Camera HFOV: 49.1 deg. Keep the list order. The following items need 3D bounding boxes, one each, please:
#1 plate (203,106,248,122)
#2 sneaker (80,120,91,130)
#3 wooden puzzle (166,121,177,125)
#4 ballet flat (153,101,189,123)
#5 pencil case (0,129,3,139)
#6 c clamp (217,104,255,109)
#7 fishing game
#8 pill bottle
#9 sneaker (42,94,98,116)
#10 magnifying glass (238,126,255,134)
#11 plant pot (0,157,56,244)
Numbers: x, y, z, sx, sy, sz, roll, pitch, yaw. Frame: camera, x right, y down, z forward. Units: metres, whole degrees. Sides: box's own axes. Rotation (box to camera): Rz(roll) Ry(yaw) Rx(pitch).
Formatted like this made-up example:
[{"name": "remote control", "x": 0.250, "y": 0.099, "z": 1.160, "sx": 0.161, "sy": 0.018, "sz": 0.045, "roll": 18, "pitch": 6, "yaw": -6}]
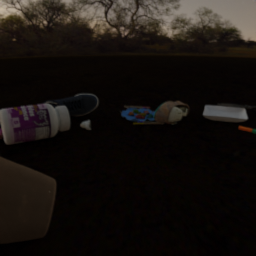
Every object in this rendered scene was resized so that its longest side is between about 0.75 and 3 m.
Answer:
[{"name": "plate", "x": 4.910, "y": -0.701, "z": 14.263, "sx": 2.059, "sy": 0.333, "sz": 2.063, "roll": 6, "pitch": 20, "yaw": 17}, {"name": "sneaker", "x": -1.928, "y": -0.084, "z": 12.617, "sx": 0.466, "sy": 0.365, "sz": 0.938, "roll": -9, "pitch": 12, "yaw": -5}, {"name": "wooden puzzle", "x": 2.103, "y": -0.283, "z": 13.505, "sx": 0.475, "sy": 0.056, "sz": 0.801, "roll": 4, "pitch": 20, "yaw": 11}, {"name": "ballet flat", "x": 2.253, "y": -0.781, "z": 13.505, "sx": 0.990, "sy": 1.002, "sz": 2.944, "roll": 22, "pitch": 25, "yaw": 24}, {"name": "pencil case", "x": -5.680, "y": 0.333, "z": 11.025, "sx": 0.602, "sy": 0.576, "sz": 1.391, "roll": 25, "pitch": 30, "yaw": 34}, {"name": "c clamp", "x": 5.882, "y": -1.178, "z": 15.343, "sx": 1.510, "sy": 0.239, "sz": 1.768, "roll": -1, "pitch": 9, "yaw": -36}, {"name": "fishing game", "x": 0.617, "y": -0.775, "z": 14.321, "sx": 2.066, "sy": 0.448, "sz": 2.885, "roll": 1, "pitch": 21, "yaw": -7}, {"name": "pill bottle", "x": -3.713, "y": -0.223, "z": 11.280, "sx": 2.533, "sy": 1.422, "sz": 1.422, "roll": -11, "pitch": 22, "yaw": -27}, {"name": "sneaker", "x": -2.877, "y": -0.935, "z": 13.430, "sx": 2.968, "sy": 1.128, "sz": 2.145, "roll": -12, "pitch": 10, "yaw": -5}, {"name": "magnifying glass", "x": 5.553, "y": 0.156, "z": 12.139, "sx": 1.487, "sy": 0.166, "sz": 0.592, "roll": 14, "pitch": 24, "yaw": 37}, {"name": "plant pot", "x": -2.609, "y": 1.559, "z": 5.883, "sx": 1.926, "sy": 2.208, "sz": 2.208, "roll": 13, "pitch": 15, "yaw": -19}]
